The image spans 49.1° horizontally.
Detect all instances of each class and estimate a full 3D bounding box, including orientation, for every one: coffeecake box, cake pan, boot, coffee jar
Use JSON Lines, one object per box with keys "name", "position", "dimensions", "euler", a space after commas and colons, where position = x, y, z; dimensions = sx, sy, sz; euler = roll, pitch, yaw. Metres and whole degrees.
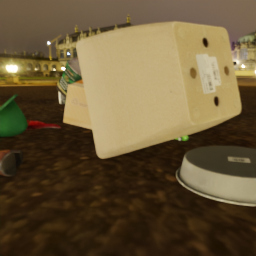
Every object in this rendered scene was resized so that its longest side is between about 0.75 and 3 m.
{"name": "coffeecake box", "position": [-0.330, -0.698, 7.844], "dimensions": [2.070, 0.985, 2.697], "euler": [14, 17, 3]}
{"name": "cake pan", "position": [2.022, 0.773, 5.200], "dimensions": [2.230, 0.409, 2.230], "euler": [0, 11, 0]}
{"name": "boot", "position": [-2.931, 0.677, 5.529], "dimensions": [1.404, 0.481, 1.321], "euler": [-3, 12, -10]}
{"name": "coffee jar", "position": [-2.175, -1.857, 10.786], "dimensions": [0.707, 0.864, 1.656], "euler": [-43, -3, -41]}

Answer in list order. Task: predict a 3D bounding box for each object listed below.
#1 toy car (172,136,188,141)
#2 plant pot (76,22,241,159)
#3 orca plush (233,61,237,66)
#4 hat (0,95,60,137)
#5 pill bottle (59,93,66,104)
{"name": "toy car", "position": [1.249, 0.161, 8.598], "dimensions": [1.276, 0.303, 1.356], "euler": [8, 14, 37]}
{"name": "plant pot", "position": [0.864, -0.963, 6.360], "dimensions": [2.779, 2.775, 2.460], "euler": [-12, 2, -41]}
{"name": "orca plush", "position": [3.006, -1.943, 9.521], "dimensions": [1.298, 0.877, 2.467], "euler": [11, 17, 1]}
{"name": "hat", "position": [-3.490, 0.153, 8.915], "dimensions": [2.148, 1.891, 1.779], "euler": [-43, 20, -9]}
{"name": "pill bottle", "position": [-3.305, -2.180, 18.206], "dimensions": [2.303, 1.224, 1.224], "euler": [-3, 11, -17]}
